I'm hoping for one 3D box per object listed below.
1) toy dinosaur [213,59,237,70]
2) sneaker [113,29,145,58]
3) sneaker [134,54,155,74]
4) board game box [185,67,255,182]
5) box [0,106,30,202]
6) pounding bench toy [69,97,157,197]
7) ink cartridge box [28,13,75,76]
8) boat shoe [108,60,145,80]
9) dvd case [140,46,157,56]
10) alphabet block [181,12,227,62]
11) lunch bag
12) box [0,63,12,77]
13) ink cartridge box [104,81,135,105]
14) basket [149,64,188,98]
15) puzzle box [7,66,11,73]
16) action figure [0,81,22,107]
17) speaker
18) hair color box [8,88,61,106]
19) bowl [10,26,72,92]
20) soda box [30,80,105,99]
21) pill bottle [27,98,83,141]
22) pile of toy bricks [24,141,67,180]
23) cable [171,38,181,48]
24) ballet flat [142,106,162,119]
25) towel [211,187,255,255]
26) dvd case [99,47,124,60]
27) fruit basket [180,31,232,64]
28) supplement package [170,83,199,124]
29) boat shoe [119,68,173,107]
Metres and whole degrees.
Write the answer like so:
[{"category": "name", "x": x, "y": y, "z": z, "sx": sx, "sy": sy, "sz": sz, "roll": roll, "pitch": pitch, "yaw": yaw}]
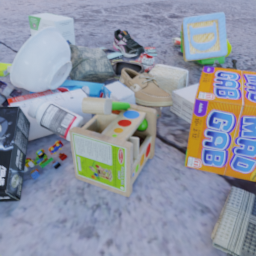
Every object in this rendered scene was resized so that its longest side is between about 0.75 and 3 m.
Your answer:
[{"category": "toy dinosaur", "x": 4.310, "y": -1.914, "z": 11.363, "sx": 2.499, "sy": 0.962, "sz": 1.278, "roll": 37, "pitch": 71, "yaw": -6}, {"category": "sneaker", "x": -0.112, "y": -4.622, "z": 15.098, "sx": 1.040, "sy": 1.117, "sz": 2.588, "roll": -30, "pitch": 42, "yaw": -24}, {"category": "sneaker", "x": 0.497, "y": -3.077, "z": 13.128, "sx": 1.562, "sy": 0.837, "sz": 0.522, "roll": 12, "pitch": 36, "yaw": 17}, {"category": "board game box", "x": 2.869, "y": -0.180, "z": 7.627, "sx": 2.143, "sy": 2.145, "sz": 2.143, "roll": 10, "pitch": 35, "yaw": 15}, {"category": "box", "x": -3.444, "y": 0.642, "z": 6.683, "sx": 1.762, "sy": 0.927, "sz": 2.152, "roll": -2, "pitch": 63, "yaw": -1}, {"category": "pounding bench toy", "x": -0.259, "y": -0.003, "z": 7.061, "sx": 1.553, "sy": 2.499, "sz": 1.949, "roll": 14, "pitch": 37, "yaw": 20}, {"category": "ink cartridge box", "x": -3.344, "y": -3.695, "z": 12.584, "sx": 1.809, "sy": 2.490, "sz": 1.089, "roll": 22, "pitch": 37, "yaw": 31}, {"category": "boat shoe", "x": -0.492, "y": -2.551, "z": 12.168, "sx": 2.428, "sy": 0.872, "sz": 0.723, "roll": 3, "pitch": 0, "yaw": 3}, {"category": "dvd case", "x": 1.078, "y": -4.268, "z": 15.539, "sx": 0.927, "sy": 0.140, "sz": 1.270, "roll": -1, "pitch": 33, "yaw": -2}, {"category": "alphabet block", "x": 2.969, "y": -3.556, "z": 11.189, "sx": 1.586, "sy": 1.594, "sz": 1.624, "roll": -3, "pitch": 11, "yaw": 10}, {"category": "lunch bag", "x": -1.598, "y": -2.585, "z": 11.264, "sx": 1.234, "sy": 1.485, "sz": 1.771, "roll": -26, "pitch": -9, "yaw": 37}, {"category": "box", "x": -6.204, "y": -2.766, "z": 13.109, "sx": 1.434, "sy": 0.342, "sz": 0.874, "roll": 9, "pitch": 35, "yaw": 13}, {"category": "ink cartridge box", "x": -0.214, "y": -0.653, "z": 8.995, "sx": 0.580, "sy": 1.370, "sz": 0.990, "roll": -25, "pitch": 41, "yaw": -20}, {"category": "basket", "x": 1.563, "y": -1.849, "z": 11.221, "sx": 1.438, "sy": 0.975, "sz": 0.887, "roll": 19, "pitch": 42, "yaw": 26}, {"category": "puzzle box", "x": -3.835, "y": -2.244, "z": 11.493, "sx": 1.911, "sy": 0.243, "sz": 1.271, "roll": 8, "pitch": 10, "yaw": -14}, {"category": "action figure", "x": -4.994, "y": -1.630, "z": 9.433, "sx": 1.722, "sy": 2.646, "sz": 0.918, "roll": -42, "pitch": 41, "yaw": 10}, {"category": "speaker", "x": -2.701, "y": -0.328, "z": 8.705, "sx": 2.963, "sy": 1.203, "sz": 1.203, "roll": -19, "pitch": 38, "yaw": -26}, {"category": "hair color box", "x": -3.055, "y": -0.673, "z": 9.445, "sx": 1.673, "sy": 0.928, "sz": 0.535, "roll": -17, "pitch": 32, "yaw": -24}, {"category": "bowl", "x": -2.570, "y": -1.966, "z": 9.035, "sx": 1.045, "sy": 2.326, "sz": 2.326, "roll": 37, "pitch": 41, "yaw": 3}, {"category": "soda box", "x": -2.218, "y": -1.212, "z": 10.351, "sx": 2.630, "sy": 0.844, "sz": 0.892, "roll": 8, "pitch": 35, "yaw": 12}, {"category": "pill bottle", "x": -1.991, "y": -0.259, "z": 7.646, "sx": 1.368, "sy": 0.757, "sz": 0.757, "roll": 28, "pitch": 37, "yaw": 1}, {"category": "pile of toy bricks", "x": -2.296, "y": 0.832, "z": 7.569, "sx": 1.231, "sy": 0.683, "sz": 0.608, "roll": -38, "pitch": 36, "yaw": -21}, {"category": "cable", "x": 3.409, "y": -4.840, "z": 16.079, "sx": 1.896, "sy": 0.477, "sz": 0.921, "roll": 9, "pitch": 35, "yaw": 13}, {"category": "ballet flat", "x": 0.898, "y": -1.101, "z": 10.319, "sx": 0.798, "sy": 0.808, "sz": 2.374, "roll": 3, "pitch": 44, "yaw": 0}, {"category": "towel", "x": 2.811, "y": 2.194, "z": 5.847, "sx": 1.820, "sy": 0.327, "sz": 1.891, "roll": 21, "pitch": 37, "yaw": 23}, {"category": "dvd case", "x": -1.666, "y": -3.630, "z": 14.478, "sx": 2.387, "sy": 0.263, "sz": 1.742, "roll": -29, "pitch": 43, "yaw": -35}, {"category": "fruit basket", "x": 4.196, "y": -4.262, "z": 14.084, "sx": 2.668, "sy": 1.924, "sz": 2.668, "roll": -6, "pitch": 38, "yaw": 5}, {"category": "supplement package", "x": 2.436, "y": -0.915, "z": 9.938, "sx": 1.451, "sy": 0.804, "sz": 1.130, "roll": -20, "pitch": 39, "yaw": -26}, {"category": "boat shoe", "x": 0.465, "y": -1.363, "z": 9.249, "sx": 0.989, "sy": 0.895, "sz": 2.774, "roll": -6, "pitch": 23, "yaw": -33}]
